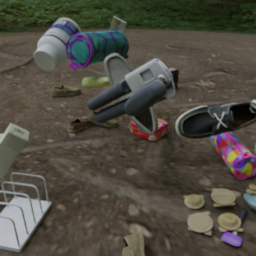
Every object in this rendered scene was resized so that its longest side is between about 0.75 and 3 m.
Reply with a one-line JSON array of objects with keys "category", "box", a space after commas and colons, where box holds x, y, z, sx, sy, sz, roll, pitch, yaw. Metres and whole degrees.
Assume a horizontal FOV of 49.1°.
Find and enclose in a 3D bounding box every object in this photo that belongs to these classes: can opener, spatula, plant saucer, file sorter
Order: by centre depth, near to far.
[{"category": "can opener", "box": [-0.183, -0.603, 6.163, 1.000, 0.798, 2.992, -36, 11, -35]}, {"category": "file sorter", "box": [-2.945, 2.087, 7.242, 1.164, 1.045, 1.678, 5, 27, 11]}, {"category": "spatula", "box": [2.862, 2.549, 7.295, 0.444, 0.161, 1.570, 19, 31, 30]}, {"category": "plant saucer", "box": [3.679, 2.179, 7.822, 0.964, 0.186, 0.964, 16, 14, -4]}]

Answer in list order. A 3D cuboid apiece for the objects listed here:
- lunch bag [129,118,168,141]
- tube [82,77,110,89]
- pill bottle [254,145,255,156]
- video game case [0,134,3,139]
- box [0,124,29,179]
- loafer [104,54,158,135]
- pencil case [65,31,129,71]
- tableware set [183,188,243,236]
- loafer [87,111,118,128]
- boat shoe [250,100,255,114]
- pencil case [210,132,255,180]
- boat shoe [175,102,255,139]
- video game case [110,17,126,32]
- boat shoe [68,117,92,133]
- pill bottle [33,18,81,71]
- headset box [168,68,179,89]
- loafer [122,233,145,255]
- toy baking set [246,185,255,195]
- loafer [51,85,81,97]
[{"category": "lunch bag", "box": [0.822, 0.018, 12.028, 1.512, 0.619, 1.331, 22, 38, 38]}, {"category": "tube", "box": [-0.988, -1.689, 10.342, 1.759, 0.457, 0.510, 3, 44, 40]}, {"category": "pill bottle", "box": [5.452, 0.904, 9.707, 0.993, 0.993, 1.818, -19, 31, -33]}, {"category": "video game case", "box": [-5.299, 0.586, 11.327, 1.108, 0.139, 1.217, -12, 29, -22]}, {"category": "box", "box": [-3.124, 0.612, 7.182, 0.569, 1.384, 0.473, 32, 17, -28]}, {"category": "loafer", "box": [0.151, -1.064, 8.924, 0.998, 2.855, 0.996, -32, 11, 4]}, {"category": "pencil case", "box": [-1.081, -3.037, 10.790, 1.235, 1.341, 2.901, 42, 32, 10]}, {"category": "tableware set", "box": [2.303, 2.267, 7.712, 1.444, 0.201, 1.729, -4, 29, 8]}, {"category": "loafer", "box": [-1.125, -0.393, 12.725, 1.414, 0.477, 0.538, 13, 26, -7]}, {"category": "boat shoe", "box": [3.832, -0.610, 8.438, 0.307, 0.341, 0.965, -35, 2, 9]}, {"category": "pencil case", "box": [3.716, 0.827, 9.870, 1.009, 1.009, 2.282, -3, 24, -6]}, {"category": "boat shoe", "box": [3.017, -0.307, 9.275, 2.996, 1.076, 1.013, -10, -3, -14]}, {"category": "video game case", "box": [-0.494, -4.953, 13.685, 0.685, 0.752, 0.086, 28, 47, 3]}, {"category": "boat shoe", "box": [-2.131, -0.236, 12.588, 0.535, 0.507, 1.412, 15, 30, 28]}, {"category": "pill bottle", "box": [-2.846, -3.323, 11.270, 1.250, 1.250, 2.251, 8, 49, 16]}, {"category": "headset box", "box": [2.452, -2.940, 17.260, 0.657, 1.265, 1.700, 23, 35, 38]}, {"category": "loafer", "box": [0.125, 2.934, 6.087, 0.532, 0.600, 1.578, -1, 16, 0]}, {"category": "toy baking set", "box": [4.166, 2.096, 8.005, 1.302, 0.197, 1.696, 1, 22, -10]}, {"category": "loafer", "box": [-3.662, -2.215, 16.530, 1.775, 0.599, 0.675, -11, 28, -22]}]
